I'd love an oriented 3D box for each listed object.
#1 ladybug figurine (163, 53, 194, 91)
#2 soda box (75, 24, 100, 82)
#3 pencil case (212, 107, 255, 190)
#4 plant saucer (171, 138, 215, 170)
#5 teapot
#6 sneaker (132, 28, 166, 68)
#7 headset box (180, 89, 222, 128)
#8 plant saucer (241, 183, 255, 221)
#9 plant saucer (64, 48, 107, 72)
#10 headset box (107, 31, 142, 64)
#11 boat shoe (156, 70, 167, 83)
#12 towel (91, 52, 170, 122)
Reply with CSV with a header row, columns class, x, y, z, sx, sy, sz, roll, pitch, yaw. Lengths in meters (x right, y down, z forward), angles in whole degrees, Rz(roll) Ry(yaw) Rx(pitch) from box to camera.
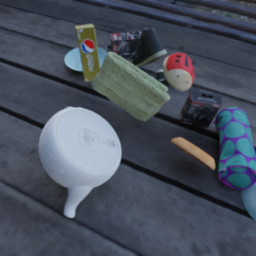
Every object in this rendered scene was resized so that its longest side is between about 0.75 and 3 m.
class,x,y,z,sx,sy,sz,roll,pitch,yaw
ladybug figurine,1.698,-1.902,9.090,1.132,0.600,1.668,25,45,-18
soda box,-1.459,-2.742,10.358,0.663,1.957,0.627,-11,30,-9
pencil case,3.139,0.543,8.371,1.045,1.135,2.456,40,42,-25
plant saucer,1.849,0.681,7.867,1.413,1.413,0.264,35,90,28
teapot,-1.471,0.691,7.621,2.325,1.720,2.355,45,39,-3
sneaker,0.564,-2.600,9.229,0.665,1.777,0.944,-24,96,-27
headset box,2.357,-0.654,9.089,0.984,1.322,0.511,12,53,-3
plant saucer,4.234,1.872,7.601,2.173,0.418,2.173,0,47,0
plant saucer,-1.757,-2.840,11.939,1.849,0.356,1.849,1,48,-1
headset box,-0.041,-3.331,11.807,1.629,1.212,0.629,-7,48,-5
boat shoe,1.867,-2.030,11.193,1.552,0.557,0.525,-3,84,-12
towel,0.026,-1.192,8.703,2.283,1.694,0.417,35,50,-4
